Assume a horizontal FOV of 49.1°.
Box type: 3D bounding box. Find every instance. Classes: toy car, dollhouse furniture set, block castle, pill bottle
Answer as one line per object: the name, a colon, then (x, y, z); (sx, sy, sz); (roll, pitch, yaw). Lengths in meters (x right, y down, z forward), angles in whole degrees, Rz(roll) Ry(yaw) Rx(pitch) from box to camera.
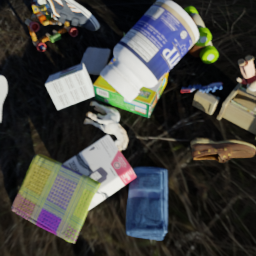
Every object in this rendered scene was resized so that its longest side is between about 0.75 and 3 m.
toy car: (2.364, -3.814, 12.996); (2.707, 2.135, 2.223); (-25, 48, 17)
dollhouse furniture set: (4.259, -1.470, 10.405); (2.870, 2.538, 1.596); (33, 59, 22)
block castle: (-3.637, -4.844, 13.592); (2.287, 1.528, 1.073); (-34, 54, -23)
pill bottle: (0.574, -2.286, 8.679); (2.912, 1.743, 1.743); (-47, 62, 4)

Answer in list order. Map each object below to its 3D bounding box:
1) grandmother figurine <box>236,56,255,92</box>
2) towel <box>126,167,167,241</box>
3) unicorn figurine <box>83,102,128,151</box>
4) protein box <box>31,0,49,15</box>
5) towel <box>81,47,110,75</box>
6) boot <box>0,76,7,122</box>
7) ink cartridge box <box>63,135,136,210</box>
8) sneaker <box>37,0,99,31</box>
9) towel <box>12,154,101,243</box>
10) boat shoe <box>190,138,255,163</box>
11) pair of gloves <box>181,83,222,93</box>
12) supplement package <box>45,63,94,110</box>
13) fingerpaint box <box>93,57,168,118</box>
grandmother figurine: (3.739, -1.605, 8.657); (0.753, 1.242, 0.376); (-19, 42, 27)
towel: (0.607, 2.286, 8.839); (1.260, 0.548, 2.257); (4, 53, 4)
unicorn figurine: (-0.758, -0.128, 10.312); (1.693, 0.911, 2.466); (22, 44, -11)
protein box: (-4.697, -6.625, 15.195); (0.712, 1.048, 1.056); (-1, 53, -1)
towel: (-1.533, -3.138, 13.055); (1.168, 0.304, 1.762); (6, 54, 5)
boot: (-3.942, -0.818, 7.929); (0.740, 1.549, 0.570); (25, 16, 24)
ink cartridge box: (-1.049, 1.466, 8.982); (2.076, 0.875, 1.503); (-33, 59, -6)
sneaker: (-2.089, -3.973, 9.746); (2.212, 0.868, 0.878); (37, 82, -12)
towel: (-2.269, 2.039, 8.515); (2.702, 0.308, 1.940); (17, 77, 26)
boat shoe: (3.284, 0.884, 9.796); (2.191, 0.789, 0.740); (3, 58, 10)
pair of gloves: (2.942, -1.597, 11.364); (1.783, 0.203, 1.433); (-2, 16, 32)
supplement package: (-1.876, -1.379, 9.157); (1.258, 0.925, 1.203); (-21, 24, -1)
fingerpaint box: (0.130, -1.769, 11.645); (2.469, 0.906, 2.060); (20, 56, 13)
